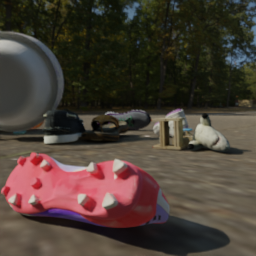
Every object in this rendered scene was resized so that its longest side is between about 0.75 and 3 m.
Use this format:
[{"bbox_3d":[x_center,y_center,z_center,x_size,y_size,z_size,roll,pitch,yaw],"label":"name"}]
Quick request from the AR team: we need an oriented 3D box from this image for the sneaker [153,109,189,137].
[{"bbox_3d":[1.230,0.058,8.172,0.586,0.779,1.564,-23,-10,-23],"label":"sneaker"}]

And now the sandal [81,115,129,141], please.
[{"bbox_3d":[-0.579,-0.065,7.995,1.030,0.688,2.521,1,9,18],"label":"sandal"}]

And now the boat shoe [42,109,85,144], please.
[{"bbox_3d":[-1.692,-0.106,7.774,1.040,0.830,2.751,-3,3,-8],"label":"boat shoe"}]

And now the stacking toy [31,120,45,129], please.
[{"bbox_3d":[-4.187,-0.288,11.407,1.130,1.130,1.546,0,20,8],"label":"stacking toy"}]

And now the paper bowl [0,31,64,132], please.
[{"bbox_3d":[-3.186,-1.200,7.547,2.677,2.677,1.392,0,13,-2],"label":"paper bowl"}]

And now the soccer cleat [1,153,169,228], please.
[{"bbox_3d":[-0.406,0.495,2.118,1.488,0.496,0.569,-7,-37,39],"label":"soccer cleat"}]

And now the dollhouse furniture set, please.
[{"bbox_3d":[0.982,0.093,6.089,0.636,0.640,0.908,0,4,30],"label":"dollhouse furniture set"}]

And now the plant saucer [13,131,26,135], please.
[{"bbox_3d":[-3.752,0.161,9.707,0.328,0.089,0.937,-1,3,-14],"label":"plant saucer"}]

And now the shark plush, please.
[{"bbox_3d":[1.707,0.312,5.944,0.705,0.769,1.693,24,-8,13],"label":"shark plush"}]

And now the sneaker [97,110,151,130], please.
[{"bbox_3d":[-0.211,-0.159,11.145,2.213,0.824,0.969,-3,21,29],"label":"sneaker"}]
